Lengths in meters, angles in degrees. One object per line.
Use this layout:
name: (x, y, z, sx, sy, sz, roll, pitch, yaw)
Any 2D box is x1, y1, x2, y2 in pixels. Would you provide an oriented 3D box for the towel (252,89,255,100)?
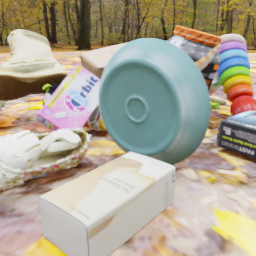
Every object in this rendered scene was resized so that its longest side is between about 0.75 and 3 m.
towel: (4.690, -1.177, 9.206, 0.188, 0.920, 1.257, 31, 9, -25)

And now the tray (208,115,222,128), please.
tray: (2.541, -0.304, 9.421, 0.595, 0.223, 1.206, -11, 25, -34)

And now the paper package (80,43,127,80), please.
paper package: (-0.300, -2.173, 10.232, 2.272, 1.233, 2.384, -19, 31, -16)

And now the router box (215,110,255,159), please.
router box: (3.664, 0.260, 6.856, 1.767, 0.733, 2.358, -16, 25, -41)

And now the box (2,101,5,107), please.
box: (-5.939, -1.305, 12.097, 1.191, 0.491, 2.031, -6, 22, -16)

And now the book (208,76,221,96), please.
book: (2.672, -1.269, 10.328, 1.212, 0.436, 1.814, -13, -21, -40)

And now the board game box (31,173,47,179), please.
board game box: (-2.237, 0.855, 6.197, 0.701, 0.170, 0.927, -8, 20, -23)

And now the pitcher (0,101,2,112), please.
pitcher: (-5.114, -0.796, 9.649, 2.235, 1.355, 1.917, 7, 0, 36)

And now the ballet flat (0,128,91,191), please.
ballet flat: (-1.779, 0.403, 5.395, 1.096, 0.926, 2.897, 53, 27, 12)

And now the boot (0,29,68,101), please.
boot: (-3.691, -2.113, 8.979, 2.979, 1.084, 2.315, -14, 59, -29)

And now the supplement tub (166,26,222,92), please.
supplement tub: (1.670, -1.502, 8.531, 1.741, 2.841, 1.741, 13, 23, -5)

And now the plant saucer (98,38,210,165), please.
plant saucer: (0.295, -0.433, 5.910, 2.786, 2.786, 0.501, 13, 23, 34)

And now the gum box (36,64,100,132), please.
gum box: (-1.475, -0.734, 7.764, 1.110, 1.955, 0.647, 36, -23, -10)

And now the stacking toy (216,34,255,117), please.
stacking toy: (3.529, -1.553, 9.092, 1.276, 1.276, 2.989, -2, 62, -6)

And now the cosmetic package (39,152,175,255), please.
cosmetic package: (-0.224, 1.142, 4.476, 1.084, 0.733, 2.061, 14, 24, 36)

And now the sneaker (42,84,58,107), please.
sneaker: (-1.482, -0.840, 9.159, 2.604, 1.078, 0.934, 9, 13, -31)

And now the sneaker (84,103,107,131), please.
sneaker: (-0.070, -0.770, 8.750, 2.715, 1.057, 1.116, -43, 35, -19)

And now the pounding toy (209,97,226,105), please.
pounding toy: (2.267, -1.719, 11.767, 2.600, 1.848, 2.394, -17, 20, -8)

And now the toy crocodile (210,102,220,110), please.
toy crocodile: (3.273, -0.847, 11.115, 0.921, 0.284, 0.311, -6, 17, -32)

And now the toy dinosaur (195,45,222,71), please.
toy dinosaur: (1.176, -1.172, 6.663, 2.753, 0.832, 1.462, -22, 58, 9)
